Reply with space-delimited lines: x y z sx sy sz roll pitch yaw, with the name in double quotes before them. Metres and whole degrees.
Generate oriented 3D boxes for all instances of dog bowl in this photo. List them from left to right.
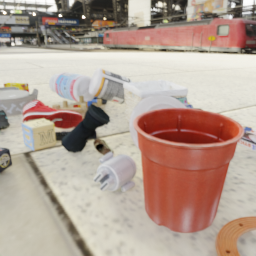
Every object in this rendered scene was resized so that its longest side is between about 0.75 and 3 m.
"dog bowl" -5.653 -1.247 13.099 2.903 0.851 2.903 0 20 0

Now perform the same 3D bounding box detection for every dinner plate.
"dinner plate" 0.966 -0.035 7.495 1.890 1.890 0.229 -6 -14 -16

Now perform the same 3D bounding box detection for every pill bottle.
"pill bottle" -2.925 -2.118 14.363 2.523 1.372 1.372 16 25 40
"pill bottle" -0.587 -1.878 13.391 2.318 1.349 1.349 16 12 -23

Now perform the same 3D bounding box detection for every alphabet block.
"alphabet block" -2.887 0.202 9.066 0.786 0.772 0.768 -16 26 -39

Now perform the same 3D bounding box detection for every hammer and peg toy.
"hammer and peg toy" -2.109 -0.761 11.913 1.532 0.735 2.083 13 24 30

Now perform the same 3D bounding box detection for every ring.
"ring" 2.426 2.104 4.524 1.959 0.188 1.959 1 20 0

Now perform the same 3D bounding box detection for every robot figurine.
"robot figurine" -0.256 1.054 6.686 1.209 0.683 1.026 -25 76 -49

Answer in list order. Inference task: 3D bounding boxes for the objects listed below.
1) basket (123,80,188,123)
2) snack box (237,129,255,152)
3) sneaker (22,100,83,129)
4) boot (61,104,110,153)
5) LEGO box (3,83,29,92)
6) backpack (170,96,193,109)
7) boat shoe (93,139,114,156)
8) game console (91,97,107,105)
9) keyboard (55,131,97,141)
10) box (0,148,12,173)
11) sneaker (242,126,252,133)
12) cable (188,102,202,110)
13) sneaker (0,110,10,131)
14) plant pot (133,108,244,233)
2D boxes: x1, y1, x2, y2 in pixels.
"basket" 1.018 -0.928 11.022 2.004 1.612 1.986 -7 21 -18
"snack box" 4.383 0.557 8.608 0.853 0.288 2.372 -21 26 -24
"sneaker" -2.880 -0.641 10.621 2.172 0.851 1.255 2 40 -28
"boot" -1.270 0.099 8.090 0.711 1.564 1.861 44 2 -2
"LEGO box" -5.922 -1.906 14.898 1.218 0.907 0.470 5 19 13
"backpack" 1.075 -0.036 8.446 1.849 1.641 1.392 -16 19 -25
"boat shoe" -0.830 0.551 8.434 0.398 0.398 1.076 25 1 -36
"game console" -1.808 -1.737 14.518 1.451 0.844 1.276 1 19 3
"keyboard" -1.893 0.269 9.763 1.577 0.202 0.947 -3 20 -7
"box" -4.543 0.995 7.068 2.374 0.583 1.914 5 22 18
"sneaker" 3.535 0.171 9.104 0.960 0.423 0.361 -6 -6 5
"cable" 2.784 -0.951 12.948 0.749 0.388 1.542 -15 23 -22
"sneaker" -5.302 -0.211 10.085 1.863 0.738 0.702 -9 -8 -32
"plant pot" 1.072 0.814 5.488 1.981 1.927 1.981 0 21 0
